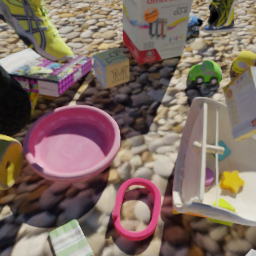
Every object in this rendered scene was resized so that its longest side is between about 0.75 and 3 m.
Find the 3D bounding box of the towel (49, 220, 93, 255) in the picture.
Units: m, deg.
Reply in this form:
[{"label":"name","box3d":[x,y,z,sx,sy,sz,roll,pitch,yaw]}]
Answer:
[{"label":"towel","box3d":[-1.188,2.382,5.732,0.662,0.136,0.888,-23,51,-20]}]

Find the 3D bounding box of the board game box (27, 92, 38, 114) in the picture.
[{"label":"board game box","box3d":[-3.907,-0.948,8.521,2.103,0.501,1.069,-1,48,-1]}]

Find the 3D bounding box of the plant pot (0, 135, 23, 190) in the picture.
[{"label":"plant pot","box3d":[-3.360,0.678,6.241,1.624,1.726,1.726,10,48,5]}]

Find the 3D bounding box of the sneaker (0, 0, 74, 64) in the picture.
[{"label":"sneaker","box3d":[-2.261,-2.605,6.745,0.990,2.592,0.977,-41,28,14]}]

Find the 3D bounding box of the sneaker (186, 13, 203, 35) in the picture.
[{"label":"sneaker","box3d":[2.444,-4.122,11.309,0.770,0.679,1.728,32,55,29]}]

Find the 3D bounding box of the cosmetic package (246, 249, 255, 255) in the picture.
[{"label":"cosmetic package","box3d":[2.913,3.181,4.358,2.703,1.116,0.684,32,53,25]}]

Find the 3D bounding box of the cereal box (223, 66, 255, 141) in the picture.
[{"label":"cereal box","box3d":[1.939,-0.380,4.620,0.204,0.743,1.033,3,69,-18]}]

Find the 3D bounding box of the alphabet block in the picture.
[{"label":"alphabet block","box3d":[-0.552,-1.976,9.201,0.903,0.887,0.882,-21,52,-18]}]

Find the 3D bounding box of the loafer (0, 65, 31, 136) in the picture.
[{"label":"loafer","box3d":[-2.508,-0.754,4.878,1.002,2.854,0.969,39,71,18]}]

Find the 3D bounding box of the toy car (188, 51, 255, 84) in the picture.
[{"label":"toy car","box3d":[3.309,-1.839,9.261,2.549,0.604,2.709,4,47,4]}]

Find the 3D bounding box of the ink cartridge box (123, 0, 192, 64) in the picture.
[{"label":"ink cartridge box","box3d":[0.929,-3.951,9.875,1.841,2.534,1.833,-15,49,-13]}]

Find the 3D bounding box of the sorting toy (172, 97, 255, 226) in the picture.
[{"label":"sorting toy","box3d":[2.451,1.068,6.160,2.647,1.571,2.940,15,48,3]}]

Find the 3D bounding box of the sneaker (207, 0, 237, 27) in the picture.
[{"label":"sneaker","box3d":[1.639,-2.209,4.832,0.435,1.027,0.383,-24,45,-16]}]

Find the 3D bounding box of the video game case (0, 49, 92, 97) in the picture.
[{"label":"video game case","box3d":[-2.748,-1.847,8.811,2.481,0.490,2.738,9,29,9]}]

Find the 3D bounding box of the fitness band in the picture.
[{"label":"fitness band","box3d":[0.202,1.773,6.230,1.008,0.263,1.404,11,49,6]}]

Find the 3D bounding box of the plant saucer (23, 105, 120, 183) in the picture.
[{"label":"plant saucer","box3d":[-1.397,0.420,7.204,2.401,0.609,2.401,0,48,0]}]

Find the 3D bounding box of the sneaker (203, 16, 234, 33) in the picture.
[{"label":"sneaker","box3d":[2.930,-3.519,9.121,1.037,0.759,0.418,15,37,40]}]
